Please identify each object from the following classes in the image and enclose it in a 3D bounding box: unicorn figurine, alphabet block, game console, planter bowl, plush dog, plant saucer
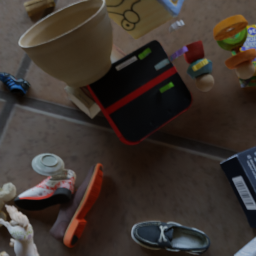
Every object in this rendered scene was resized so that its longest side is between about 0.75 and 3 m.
[{"bbox_3d":[-2.313,2.693,6.302,1.270,1.849,0.683,5,33,29],"label":"unicorn figurine"},{"bbox_3d":[0.433,-3.893,7.765,1.773,1.816,1.783,35,67,-28],"label":"alphabet block"},{"bbox_3d":[0.424,-1.037,8.294,2.676,0.415,2.367,-34,92,-16],"label":"game console"},{"bbox_3d":[-1.395,-2.105,7.446,2.388,1.607,2.388,-16,39,13],"label":"planter bowl"},{"bbox_3d":[-3.941,2.040,7.771,1.093,1.021,1.272,7,72,26],"label":"plush dog"},{"bbox_3d":[-2.144,0.937,7.555,0.851,0.214,0.851,14,32,-9],"label":"plant saucer"}]

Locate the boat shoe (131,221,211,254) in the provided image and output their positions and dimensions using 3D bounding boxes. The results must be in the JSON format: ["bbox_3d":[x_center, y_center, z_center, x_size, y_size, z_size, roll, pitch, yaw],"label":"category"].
[{"bbox_3d":[1.144,2.896,7.530,2.086,0.629,0.789,6,59,-1],"label":"boat shoe"}]

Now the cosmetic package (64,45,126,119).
[{"bbox_3d":[-0.826,-1.454,8.711,1.077,0.909,2.085,39,77,10],"label":"cosmetic package"}]

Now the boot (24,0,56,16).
[{"bbox_3d":[-3.205,-4.525,9.917,1.031,0.341,0.903,-23,75,-6],"label":"boot"}]

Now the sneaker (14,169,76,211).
[{"bbox_3d":[-2.316,1.732,7.994,1.828,0.610,0.980,-16,37,20],"label":"sneaker"}]

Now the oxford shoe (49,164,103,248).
[{"bbox_3d":[-1.422,1.999,7.780,0.848,0.832,2.338,17,69,18],"label":"oxford shoe"}]

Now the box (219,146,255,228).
[{"bbox_3d":[4.306,1.276,7.632,2.689,1.439,1.996,-21,75,-6],"label":"box"}]

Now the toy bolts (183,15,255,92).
[{"bbox_3d":[2.669,-1.976,8.064,2.060,1.967,1.429,-20,82,17],"label":"toy bolts"}]

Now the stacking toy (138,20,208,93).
[{"bbox_3d":[1.128,-1.837,7.528,0.405,1.725,1.300,-34,93,-46],"label":"stacking toy"}]

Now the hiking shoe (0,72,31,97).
[{"bbox_3d":[-3.763,-1.405,8.942,1.198,0.446,0.519,18,73,5],"label":"hiking shoe"}]

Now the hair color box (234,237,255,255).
[{"bbox_3d":[3.488,3.814,7.203,2.816,0.854,1.394,-35,77,-9],"label":"hair color box"}]

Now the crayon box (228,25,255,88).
[{"bbox_3d":[4.142,-2.377,9.138,1.253,0.514,1.992,-7,72,1],"label":"crayon box"}]
